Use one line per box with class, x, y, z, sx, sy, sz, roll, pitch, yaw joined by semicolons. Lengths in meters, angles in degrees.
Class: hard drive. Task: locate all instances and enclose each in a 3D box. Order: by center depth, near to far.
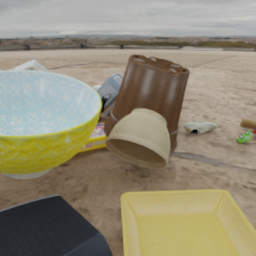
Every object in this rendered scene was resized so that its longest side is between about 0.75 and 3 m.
hard drive;-1.796;1.874;3.939;2.771;0.586;1.869;-16;25;-37

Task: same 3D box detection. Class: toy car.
toy car;3.889;0.167;8.709;1.121;1.192;0.266;-34;61;-4

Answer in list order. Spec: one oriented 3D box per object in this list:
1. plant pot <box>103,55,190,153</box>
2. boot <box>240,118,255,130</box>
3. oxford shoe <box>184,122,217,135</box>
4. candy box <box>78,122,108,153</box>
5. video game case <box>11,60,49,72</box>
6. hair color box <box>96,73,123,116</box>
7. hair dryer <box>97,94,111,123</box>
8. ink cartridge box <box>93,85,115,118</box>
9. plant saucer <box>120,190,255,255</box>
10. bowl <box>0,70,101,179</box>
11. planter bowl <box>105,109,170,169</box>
plant pot;0.616;-0.783;8.181;2.331;2.308;2.331;11;24;-5
boot;4.264;-0.183;9.537;0.798;0.699;0.264;21;45;30
oxford shoe;2.478;0.041;9.505;1.276;0.480;0.368;0;59;-22
candy box;-1.548;0.308;8.351;2.956;0.390;1.511;-11;22;-39
video game case;-2.920;-0.837;8.265;2.993;2.140;0.261;-9;54;34
hair color box;-0.949;-0.901;9.758;0.632;2.084;1.032;46;25;-2
hair dryer;-1.038;-0.557;8.992;1.235;0.940;0.335;-31;44;-21
ink cartridge box;0.325;-1.033;11.020;2.894;1.212;2.088;9;18;25
plant saucer;0.930;1.753;4.446;2.048;0.496;2.048;-1;19;-3
bowl;-2.067;0.066;5.645;2.943;1.584;2.943;7;29;-4
planter bowl;0.350;0.194;6.661;1.521;1.521;1.024;11;65;27
